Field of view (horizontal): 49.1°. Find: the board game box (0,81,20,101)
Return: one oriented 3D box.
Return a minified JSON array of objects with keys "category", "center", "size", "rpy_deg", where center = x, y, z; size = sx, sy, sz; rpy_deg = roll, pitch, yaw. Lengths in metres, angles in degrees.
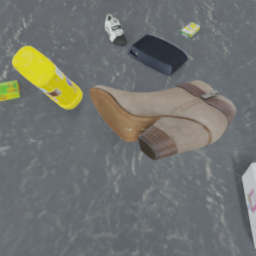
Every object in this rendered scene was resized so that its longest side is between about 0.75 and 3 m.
[{"category":"board game box","center":[-4.855,-1.360,10.655],"size":[1.313,0.313,0.667],"rpy_deg":[-13,54,-10]}]

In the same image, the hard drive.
[{"category":"hard drive","center":[1.271,-3.191,11.939],"size":[2.283,0.483,1.540],"rpy_deg":[34,60,23]}]

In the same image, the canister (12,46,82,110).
[{"category":"canister","center":[-2.006,-1.230,7.146],"size":[1.250,1.683,0.728],"rpy_deg":[39,86,17]}]

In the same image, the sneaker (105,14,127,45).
[{"category":"sneaker","center":[-0.622,-4.496,12.757],"size":[0.677,0.809,1.828],"rpy_deg":[-21,57,-17]}]

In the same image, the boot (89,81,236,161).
[{"category":"boot","center":[0.541,-0.356,4.523],"size":[1.554,0.747,2.126],"rpy_deg":[-30,52,-21]}]

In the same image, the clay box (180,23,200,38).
[{"category":"clay box","center":[2.950,-4.617,13.200],"size":[0.522,0.216,0.908],"rpy_deg":[36,61,24]}]

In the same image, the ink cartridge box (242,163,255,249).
[{"category":"ink cartridge box","center":[4.174,2.119,7.615],"size":[1.563,0.915,2.163],"rpy_deg":[4,54,3]}]
